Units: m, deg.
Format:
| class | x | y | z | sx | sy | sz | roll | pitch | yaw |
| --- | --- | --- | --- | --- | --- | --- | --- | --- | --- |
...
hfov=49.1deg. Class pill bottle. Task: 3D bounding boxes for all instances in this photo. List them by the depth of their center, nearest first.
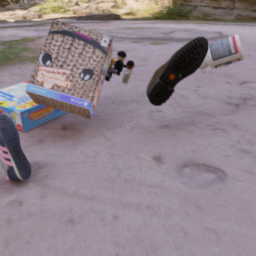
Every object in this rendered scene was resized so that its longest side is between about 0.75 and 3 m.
| class | x | y | z | sx | sy | sz | roll | pitch | yaw |
| --- | --- | --- | --- | --- | --- | --- | --- | --- | --- |
| pill bottle | 3.186 | -2.578 | 9.821 | 1.492 | 0.892 | 0.892 | -14 | 19 | 24 |

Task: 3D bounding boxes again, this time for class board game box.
| class | x | y | z | sx | sy | sz | roll | pitch | yaw |
| --- | --- | --- | --- | --- | --- | --- | --- | --- | --- |
| board game box | -1.762 | -1.796 | 8.862 | 1.967 | 2.467 | 1.195 | 16 | -14 | 0 |
| board game box | -3.711 | -0.937 | 10.443 | 2.569 | 0.733 | 2.624 | 15 | 30 | 29 |

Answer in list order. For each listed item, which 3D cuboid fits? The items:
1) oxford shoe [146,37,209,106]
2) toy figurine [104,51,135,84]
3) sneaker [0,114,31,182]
| class | x | y | z | sx | sy | sz | roll | pitch | yaw |
| --- | --- | --- | --- | --- | --- | --- | --- | --- | --- |
| oxford shoe | 1.355 | -1.813 | 8.393 | 0.868 | 2.388 | 1.008 | 39 | 15 | -26 |
| toy figurine | -0.553 | -2.504 | 11.186 | 1.481 | 1.031 | 1.458 | 4 | 29 | -31 |
| sneaker | -2.837 | 0.510 | 6.472 | 0.662 | 1.614 | 0.566 | -12 | 8 | 21 |
